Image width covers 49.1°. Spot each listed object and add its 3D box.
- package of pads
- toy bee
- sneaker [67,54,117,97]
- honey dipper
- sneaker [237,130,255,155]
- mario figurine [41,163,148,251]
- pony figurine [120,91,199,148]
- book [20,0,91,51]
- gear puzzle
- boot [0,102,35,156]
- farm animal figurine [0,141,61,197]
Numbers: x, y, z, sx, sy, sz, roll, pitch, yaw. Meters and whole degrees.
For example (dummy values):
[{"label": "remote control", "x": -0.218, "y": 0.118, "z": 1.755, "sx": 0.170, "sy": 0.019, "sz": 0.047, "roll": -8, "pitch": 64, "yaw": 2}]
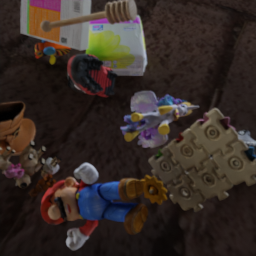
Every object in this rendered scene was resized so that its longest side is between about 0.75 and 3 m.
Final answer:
[{"label": "package of pads", "x": -0.442, "y": -3.044, "z": 10.274, "sx": 2.094, "sy": 0.924, "sz": 2.710, "roll": -1, "pitch": 54, "yaw": -3}, {"label": "toy bee", "x": -3.079, "y": -2.960, "z": 10.398, "sx": 1.716, "sy": 0.933, "sz": 1.123, "roll": 18, "pitch": 63, "yaw": -26}, {"label": "sneaker", "x": -1.183, "y": -1.383, "z": 7.475, "sx": 1.291, "sy": 2.643, "sz": 0.934, "roll": 11, "pitch": 93, "yaw": 10}, {"label": "honey dipper", "x": -1.217, "y": -3.041, "z": 7.757, "sx": 2.970, "sy": 0.564, "sz": 0.564, "roll": 1, "pitch": 47, "yaw": 25}, {"label": "sneaker", "x": 3.471, "y": 0.365, "z": 7.820, "sx": 1.137, "sy": 0.427, "sz": 0.657, "roll": 18, "pitch": 50, "yaw": 16}, {"label": "mario figurine", "x": -0.926, "y": 1.636, "z": 5.651, "sx": 2.472, "sy": 1.310, "sz": 1.526, "roll": -11, "pitch": 58, "yaw": 34}, {"label": "pony figurine", "x": 0.636, "y": -0.196, "z": 6.725, "sx": 1.757, "sy": 1.516, "sz": 1.820, "roll": -14, "pitch": 6, "yaw": 35}, {"label": "book", "x": -2.426, "y": -3.739, "z": 9.188, "sx": 2.643, "sy": 1.766, "sz": 0.635, "roll": 23, "pitch": 31, "yaw": 25}, {"label": "gear puzzle", "x": 1.283, "y": 0.933, "z": 5.911, "sx": 0.385, "sy": 2.938, "sz": 1.522, "roll": -25, "pitch": 75, "yaw": -48}, {"label": "boot", "x": -2.659, "y": -0.053, "z": 6.318, "sx": 0.806, "sy": 1.632, "sz": 2.102, "roll": 38, "pitch": 35, "yaw": 6}, {"label": "farm animal figurine", "x": -2.202, "y": 0.837, "z": 5.856, "sx": 1.386, "sy": 0.723, "sz": 1.370, "roll": 40, "pitch": 21, "yaw": -17}]
